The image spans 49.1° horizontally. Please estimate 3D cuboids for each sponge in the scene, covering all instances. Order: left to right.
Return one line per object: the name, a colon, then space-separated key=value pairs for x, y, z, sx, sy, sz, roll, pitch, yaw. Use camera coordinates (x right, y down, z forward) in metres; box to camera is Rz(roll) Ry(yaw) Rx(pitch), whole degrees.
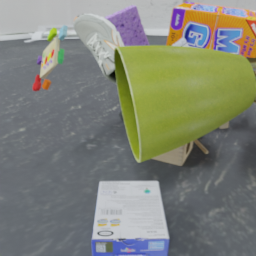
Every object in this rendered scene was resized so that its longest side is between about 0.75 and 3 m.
sponge: x=0.046 y=-3.196 z=11.266 sx=1.603 sy=2.873 sz=0.428 roll=-28 pitch=31 yaw=-8

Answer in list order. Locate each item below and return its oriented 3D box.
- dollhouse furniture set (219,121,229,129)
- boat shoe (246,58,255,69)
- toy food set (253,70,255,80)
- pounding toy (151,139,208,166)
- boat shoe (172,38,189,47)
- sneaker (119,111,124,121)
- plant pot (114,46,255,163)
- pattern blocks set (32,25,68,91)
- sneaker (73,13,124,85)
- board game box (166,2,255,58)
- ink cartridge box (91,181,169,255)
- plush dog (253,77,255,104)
dollhouse furniture set: x=1.855 y=-0.533 z=7.395 sx=1.346 sy=0.955 sz=1.067 roll=-10 pitch=26 yaw=16
boat shoe: x=3.323 y=-1.645 z=7.227 sx=0.835 sy=0.263 sz=0.305 roll=-3 pitch=52 yaw=-4
toy food set: x=4.831 y=-1.688 z=10.250 sx=0.169 sy=1.071 sz=0.681 roll=-18 pitch=-17 yaw=13
pounding toy: x=1.837 y=0.290 z=9.719 sx=1.942 sy=1.011 sz=2.211 roll=12 pitch=28 yaw=24
boat shoe: x=1.245 y=-2.244 z=9.240 sx=1.760 sy=0.588 sz=0.647 roll=-26 pitch=11 yaw=43
sneaker: x=0.883 y=-0.871 z=11.977 sx=2.598 sy=1.176 sz=0.863 roll=-3 pitch=25 yaw=-7
plant pot: x=1.256 y=-0.748 z=6.265 sx=2.705 sy=2.531 sz=2.531 roll=-12 pitch=27 yaw=-6
pattern blocks set: x=-1.774 y=-1.558 z=6.355 sx=0.136 sy=1.476 sz=1.679 roll=12 pitch=-8 yaw=-33
sneaker: x=-0.531 y=-1.973 z=7.472 sx=2.491 sy=0.943 sz=1.146 roll=43 pitch=34 yaw=-12
board game box: x=3.038 y=-2.859 z=10.402 sx=2.880 sy=2.879 sz=2.882 roll=14 pitch=31 yaw=13
ink cartridge box: x=0.018 y=2.116 z=6.051 sx=1.506 sy=0.843 sz=2.208 roll=0 pitch=24 yaw=-1
plush dog: x=4.519 y=-1.206 z=9.653 sx=1.040 sy=0.893 sz=0.835 roll=12 pitch=50 yaw=-3
